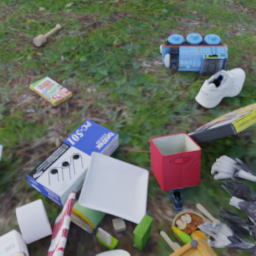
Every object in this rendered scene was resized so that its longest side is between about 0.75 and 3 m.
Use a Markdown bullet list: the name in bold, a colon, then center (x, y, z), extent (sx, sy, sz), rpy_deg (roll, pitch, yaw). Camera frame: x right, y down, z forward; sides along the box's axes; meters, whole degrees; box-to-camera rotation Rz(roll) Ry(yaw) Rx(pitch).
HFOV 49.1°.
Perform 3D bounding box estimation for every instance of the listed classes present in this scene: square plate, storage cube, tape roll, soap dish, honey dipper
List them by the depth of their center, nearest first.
- **soap dish**: center (0.994, 2.922, 4.947), extent (1.774, 0.720, 1.395), rpy_deg (-32, 32, -4)
- **tape roll**: center (-2.099, 2.086, 6.254), extent (0.557, 0.812, 0.812), rpy_deg (-19, 48, -19)
- **square plate**: center (-0.305, 1.483, 6.929), extent (1.620, 0.230, 1.604), rpy_deg (20, 42, -10)
- **storage cube**: center (1.192, 0.843, 7.179), extent (0.996, 1.047, 1.165), rpy_deg (-9, 24, -10)
- **honey dipper**: center (-3.754, -4.456, 13.319), extent (0.385, 0.385, 2.029), rpy_deg (15, 43, 15)

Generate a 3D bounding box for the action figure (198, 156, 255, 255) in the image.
- **action figure**: center (2.135, 1.541, 5.258), extent (1.476, 2.893, 1.719), rpy_deg (17, 80, 15)

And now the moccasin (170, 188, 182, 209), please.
- **moccasin**: center (1.252, 1.647, 7.083), extent (0.326, 0.276, 0.810), rpy_deg (-6, 44, -5)

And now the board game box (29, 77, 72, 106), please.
- **board game box**: center (-2.876, -1.386, 10.252), extent (1.617, 0.242, 0.773), rpy_deg (31, 52, 31)

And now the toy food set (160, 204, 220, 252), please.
- **toy food set**: center (1.483, 2.292, 6.428), extent (1.351, 0.271, 0.933), rpy_deg (-29, 51, -26)

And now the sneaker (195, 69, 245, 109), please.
- **sneaker**: center (3.390, -1.554, 9.796), extent (2.353, 1.025, 0.877), rpy_deg (-34, 60, -29)

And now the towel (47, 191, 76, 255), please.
- **towel**: center (-1.444, 2.319, 5.681), extent (0.199, 1.261, 1.751), rpy_deg (19, 39, -13)

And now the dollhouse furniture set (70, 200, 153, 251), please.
- **dollhouse furniture set**: center (-0.472, 1.988, 6.378), extent (2.015, 0.778, 1.007), rpy_deg (25, 49, 23)

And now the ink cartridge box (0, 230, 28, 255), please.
- **ink cartridge box**: center (-2.399, 2.887, 5.614), extent (0.793, 0.456, 1.355), rpy_deg (-27, 49, -11)

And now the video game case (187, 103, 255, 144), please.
- **video game case**: center (2.758, -0.143, 7.659), extent (2.158, 2.388, 0.305), rpy_deg (-25, 89, -25)

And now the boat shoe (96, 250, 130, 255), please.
- **boat shoe**: center (-0.979, 3.402, 5.032), extent (1.060, 0.899, 2.911), rpy_deg (-6, 18, 47)

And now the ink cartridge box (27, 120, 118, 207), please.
- **ink cartridge box**: center (-1.421, 0.863, 7.697), extent (1.156, 0.544, 2.459), rpy_deg (25, 49, 22)

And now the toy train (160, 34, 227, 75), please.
- **toy train**: center (2.603, -2.915, 11.146), extent (2.676, 1.160, 1.529), rpy_deg (2, 54, 6)

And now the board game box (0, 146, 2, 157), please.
- **board game box**: center (-3.722, 1.089, 7.269), extent (0.659, 0.648, 1.257), rpy_deg (10, 41, -23)
